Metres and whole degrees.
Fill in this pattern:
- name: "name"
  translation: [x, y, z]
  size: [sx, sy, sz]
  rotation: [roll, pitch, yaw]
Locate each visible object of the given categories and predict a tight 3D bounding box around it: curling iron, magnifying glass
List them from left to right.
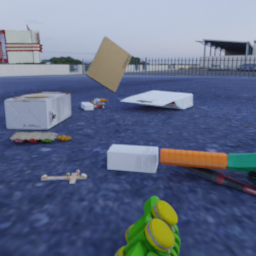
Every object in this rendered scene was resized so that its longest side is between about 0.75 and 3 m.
- name: "curling iron"
  translation: [1.640, 0.819, 4.921]
  size: [1.796, 0.230, 0.445]
  rotation: [7, 51, 43]
- name: "magnifying glass"
  translation: [2.008, 0.592, 4.791]
  size: [2.898, 0.325, 1.154]
  rotation: [1, -17, 15]

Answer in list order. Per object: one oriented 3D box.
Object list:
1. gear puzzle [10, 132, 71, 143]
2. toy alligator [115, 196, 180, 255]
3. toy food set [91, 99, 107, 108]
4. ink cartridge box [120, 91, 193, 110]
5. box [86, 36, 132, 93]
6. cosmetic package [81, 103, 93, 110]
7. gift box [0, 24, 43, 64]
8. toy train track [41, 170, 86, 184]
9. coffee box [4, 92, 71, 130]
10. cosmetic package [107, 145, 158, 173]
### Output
- name: "gear puzzle"
  translation: [-2.309, 0.289, 7.536]
  size: [1.524, 0.200, 0.789]
  rotation: [0, 11, -11]
- name: "toy alligator"
  translation: [0.214, 1.253, 2.615]
  size: [0.526, 0.575, 1.938]
  rotation: [43, 19, 2]
- name: "toy food set"
  translation: [-1.330, -1.141, 13.118]
  size: [0.411, 0.436, 0.913]
  rotation: [5, 10, 19]
- name: "ink cartridge box"
  translation: [1.379, -1.132, 12.958]
  size: [2.289, 0.708, 2.823]
  rotation: [10, 23, 36]
- name: "box"
  translation: [-0.585, -1.990, 8.856]
  size: [1.134, 1.388, 0.148]
  rotation: [29, -10, -32]
- name: "cosmetic package"
  translation: [-1.892, -0.996, 12.917]
  size: [0.405, 0.248, 0.980]
  rotation: [-4, 14, -18]
- name: "gift box"
  translation: [-3.010, -2.349, 7.847]
  size: [1.025, 1.098, 1.013]
  rotation: [-11, 24, -38]
- name: "toy train track"
  translation: [-1.164, 0.865, 5.074]
  size: [0.804, 0.131, 0.461]
  rotation: [-2, 13, -4]
- name: "coffee box"
  translation: [-3.031, -0.669, 9.845]
  size: [1.402, 0.977, 2.452]
  rotation: [1, 13, 5]
- name: "cosmetic package"
  translation: [0.098, 0.600, 5.595]
  size: [0.957, 0.406, 0.515]
  rotation: [2, 14, 12]
